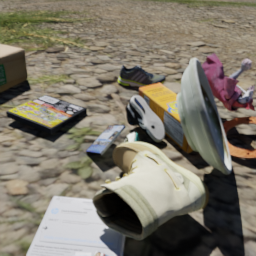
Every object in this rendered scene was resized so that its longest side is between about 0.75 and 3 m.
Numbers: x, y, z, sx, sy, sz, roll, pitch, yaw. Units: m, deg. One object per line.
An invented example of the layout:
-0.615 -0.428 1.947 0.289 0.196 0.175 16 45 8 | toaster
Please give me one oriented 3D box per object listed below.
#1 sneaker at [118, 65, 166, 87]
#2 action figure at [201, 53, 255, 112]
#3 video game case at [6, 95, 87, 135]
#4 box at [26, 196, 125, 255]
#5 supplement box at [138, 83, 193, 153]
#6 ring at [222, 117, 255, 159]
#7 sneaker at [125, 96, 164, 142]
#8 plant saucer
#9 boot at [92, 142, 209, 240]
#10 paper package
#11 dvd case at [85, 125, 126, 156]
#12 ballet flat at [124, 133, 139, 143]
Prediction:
0.559 -2.178 11.745 2.038 0.825 0.753 4 32 6 | sneaker
2.835 -1.179 8.502 1.851 1.665 2.486 -35 41 9 | action figure
-2.729 -0.516 9.515 1.976 0.252 1.786 19 33 24 | video game case
-0.914 2.215 5.124 1.637 0.432 2.099 4 33 5 | box
1.391 -0.421 8.835 0.954 0.986 2.867 -17 38 -22 | supplement box
3.452 0.278 8.089 1.861 0.179 1.861 -11 34 8 | ring
0.479 -0.130 8.677 0.589 0.902 1.612 -19 70 -32 | sneaker
1.697 -0.215 6.548 0.687 2.739 2.739 -18 26 22 | plant saucer
0.053 1.125 5.840 2.032 0.947 2.628 -11 28 -41 | boot
-6.098 -2.424 11.534 2.713 1.472 2.846 15 34 23 | paper package
-0.630 0.325 7.830 0.789 0.097 1.106 0 43 53 | dvd case
0.069 0.544 7.879 0.429 0.429 1.236 2 28 3 | ballet flat
